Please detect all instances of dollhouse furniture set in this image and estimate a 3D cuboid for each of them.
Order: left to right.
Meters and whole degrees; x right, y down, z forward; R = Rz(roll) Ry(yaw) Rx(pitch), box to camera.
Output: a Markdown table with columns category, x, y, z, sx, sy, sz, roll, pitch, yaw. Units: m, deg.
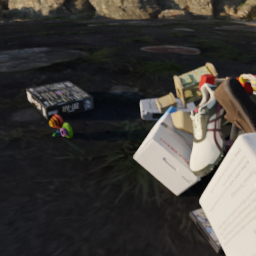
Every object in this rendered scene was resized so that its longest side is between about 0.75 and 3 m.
| category | x | y | z | sx | sy | sz | roll | pitch | yaw |
| --- | --- | --- | --- | --- | --- | --- | --- | --- | --- |
| dollhouse furniture set | 2.283 | -0.964 | 9.974 | 2.246 | 1.249 | 1.987 | -22 | 51 | 2 |
| dollhouse furniture set | 2.594 | -0.471 | 7.628 | 2.311 | 1.640 | 1.831 | 21 | -12 | -14 |

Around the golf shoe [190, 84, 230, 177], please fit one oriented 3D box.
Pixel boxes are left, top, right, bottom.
| category | x | y | z | sx | sy | sz | roll | pitch | yaw |
| --- | --- | --- | --- | --- | --- | --- | --- | --- | --- |
| golf shoe | 1.906 | 0.035 | 7.004 | 1.050 | 2.383 | 0.920 | 32 | -22 | -18 |

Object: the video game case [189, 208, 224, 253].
| category | x | y | z | sx | sy | sz | roll | pitch | yaw |
| --- | --- | --- | --- | --- | --- | --- | --- | --- | --- |
| video game case | 2.286 | 2.236 | 6.523 | 1.281 | 0.163 | 1.158 | -9 | 29 | -17 |

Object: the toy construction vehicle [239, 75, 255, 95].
| category | x | y | z | sx | sy | sz | roll | pitch | yaw |
| --- | --- | --- | --- | --- | --- | --- | --- | --- | --- |
| toy construction vehicle | 3.449 | -1.253 | 6.794 | 1.019 | 0.412 | 1.171 | -36 | 34 | 1 |

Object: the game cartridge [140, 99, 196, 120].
| category | x | y | z | sx | sy | sz | roll | pitch | yaw |
| --- | --- | --- | --- | --- | --- | --- | --- | --- | --- |
| game cartridge | 1.717 | -0.826 | 12.142 | 2.355 | 0.489 | 1.568 | 0 | 23 | 0 |

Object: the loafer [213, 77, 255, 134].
| category | x | y | z | sx | sy | sz | roll | pitch | yaw |
| --- | --- | --- | --- | --- | --- | --- | --- | --- | --- |
| loafer | 2.656 | -0.353 | 6.590 | 0.663 | 1.816 | 0.645 | -41 | 11 | -33 |

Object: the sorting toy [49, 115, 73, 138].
| category | x | y | z | sx | sy | sz | roll | pitch | yaw |
| --- | --- | --- | --- | --- | --- | --- | --- | --- | --- |
| sorting toy | -2.522 | 0.026 | 10.238 | 0.465 | 0.681 | 1.134 | -24 | 54 | -37 |

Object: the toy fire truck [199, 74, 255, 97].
| category | x | y | z | sx | sy | sz | roll | pitch | yaw |
| --- | --- | --- | --- | --- | --- | --- | --- | --- | --- |
| toy fire truck | 3.148 | -1.291 | 8.200 | 1.811 | 0.442 | 1.277 | -12 | 26 | -29 |

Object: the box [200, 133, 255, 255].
| category | x | y | z | sx | sy | sz | roll | pitch | yaw |
| --- | --- | --- | --- | --- | --- | --- | --- | --- | --- |
| box | 3.112 | 1.260 | 5.318 | 2.542 | 2.556 | 1.670 | -12 | 53 | -16 |

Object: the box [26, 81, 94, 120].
| category | x | y | z | sx | sy | sz | roll | pitch | yaw |
| --- | --- | --- | --- | --- | --- | --- | --- | --- | --- |
| box | -3.205 | -1.370 | 12.969 | 2.202 | 0.598 | 2.749 | -18 | 32 | -31 |

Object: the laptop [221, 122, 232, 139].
| category | x | y | z | sx | sy | sz | roll | pitch | yaw |
| --- | --- | --- | --- | --- | --- | --- | --- | --- | --- |
| laptop | 3.493 | 0.152 | 10.585 | 2.270 | 1.173 | 2.012 | 16 | 20 | -27 |

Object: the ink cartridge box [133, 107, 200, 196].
| category | x | y | z | sx | sy | sz | roll | pitch | yaw |
| --- | --- | --- | --- | --- | --- | --- | --- | --- | --- |
| ink cartridge box | 1.357 | 0.577 | 8.137 | 1.626 | 0.938 | 2.242 | 41 | 34 | 0 |
